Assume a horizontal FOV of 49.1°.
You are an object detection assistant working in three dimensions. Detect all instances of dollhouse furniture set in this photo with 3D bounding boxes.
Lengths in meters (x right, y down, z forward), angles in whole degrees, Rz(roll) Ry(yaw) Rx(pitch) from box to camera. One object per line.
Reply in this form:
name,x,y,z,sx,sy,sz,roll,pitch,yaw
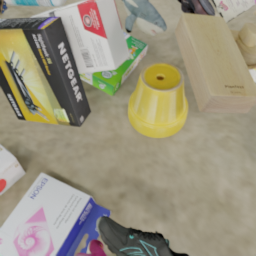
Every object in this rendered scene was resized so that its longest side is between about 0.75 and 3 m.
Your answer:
dollhouse furniture set,2.328,-0.543,5.967,2.773,2.260,2.637,0,57,-13

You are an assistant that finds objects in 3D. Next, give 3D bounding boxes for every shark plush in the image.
shark plush,0.381,-3.440,7.418,0.963,0.882,2.119,-7,84,-51

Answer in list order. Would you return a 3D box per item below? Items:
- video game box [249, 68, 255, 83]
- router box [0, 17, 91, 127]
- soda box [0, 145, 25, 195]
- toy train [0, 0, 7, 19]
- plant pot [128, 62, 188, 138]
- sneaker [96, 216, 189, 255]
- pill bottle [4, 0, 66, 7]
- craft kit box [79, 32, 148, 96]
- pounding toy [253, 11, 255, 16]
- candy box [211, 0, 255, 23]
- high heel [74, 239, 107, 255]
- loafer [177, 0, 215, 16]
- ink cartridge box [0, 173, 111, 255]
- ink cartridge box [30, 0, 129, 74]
video game box,4.886,-2.590,10.311,2.339,0.548,2.131,39,61,24
router box,-2.149,-1.229,6.560,1.974,2.511,0.656,6,43,22
soda box,-3.933,1.614,7.096,0.801,0.857,2.516,33,61,21
toy train,-3.883,-3.121,8.399,0.280,1.640,0.376,39,31,31
plant pot,0.921,-0.922,8.377,1.859,1.749,1.859,0,53,0
sneaker,0.236,1.840,4.420,1.635,0.617,0.648,39,93,-5
pill bottle,-2.069,-3.384,6.619,1.703,0.943,0.943,2,54,2
craft kit box,-1.010,-2.695,10.068,2.627,0.637,2.595,29,59,7
pounding toy,3.176,-2.277,6.065,1.100,0.573,1.252,2,75,2
candy box,2.605,-3.200,6.434,1.342,0.915,0.409,-29,39,26
high heel,-0.396,1.899,4.145,0.521,1.087,0.366,6,73,12
loafer,1.637,-3.112,7.063,0.713,0.814,2.265,-34,29,28
ink cartridge box,-1.821,2.413,6.785,2.147,0.465,2.108,20,56,16
ink cartridge box,-1.163,-2.062,6.475,2.004,1.446,0.839,0,33,29
